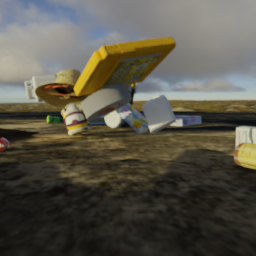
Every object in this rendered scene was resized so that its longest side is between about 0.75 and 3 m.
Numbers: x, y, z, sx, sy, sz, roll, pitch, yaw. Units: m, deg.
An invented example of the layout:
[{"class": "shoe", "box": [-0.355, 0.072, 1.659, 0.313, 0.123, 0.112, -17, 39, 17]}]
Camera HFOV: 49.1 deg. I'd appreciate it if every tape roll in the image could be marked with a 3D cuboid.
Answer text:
[{"class": "tape roll", "box": [-0.725, -0.853, 9.378, 1.663, 0.549, 1.663, -25, -5, -2]}]

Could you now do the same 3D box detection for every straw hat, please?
[{"class": "straw hat", "box": [-2.082, -1.561, 10.181, 2.477, 1.048, 2.477, 1, -17, 0]}]

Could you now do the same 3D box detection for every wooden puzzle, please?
[{"class": "wooden puzzle", "box": [-1.570, -1.237, 13.714, 2.774, 0.693, 2.995, -16, -10, -32]}]

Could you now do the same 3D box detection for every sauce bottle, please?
[{"class": "sauce bottle", "box": [2.658, 0.585, 4.988, 0.502, 0.502, 1.520, -3, 8, -35]}]

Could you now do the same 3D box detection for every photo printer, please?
[{"class": "photo printer", "box": [1.155, -0.601, 10.860, 1.085, 1.304, 0.453, -28, -29, 22]}]

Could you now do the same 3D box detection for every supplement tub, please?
[{"class": "supplement tub", "box": [-0.253, -0.618, 14.906, 1.164, 1.164, 1.899, 4, 6, 38]}]

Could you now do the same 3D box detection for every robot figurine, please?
[{"class": "robot figurine", "box": [-3.174, -1.613, 11.301, 1.836, 1.037, 1.557, -10, 49, -18]}]

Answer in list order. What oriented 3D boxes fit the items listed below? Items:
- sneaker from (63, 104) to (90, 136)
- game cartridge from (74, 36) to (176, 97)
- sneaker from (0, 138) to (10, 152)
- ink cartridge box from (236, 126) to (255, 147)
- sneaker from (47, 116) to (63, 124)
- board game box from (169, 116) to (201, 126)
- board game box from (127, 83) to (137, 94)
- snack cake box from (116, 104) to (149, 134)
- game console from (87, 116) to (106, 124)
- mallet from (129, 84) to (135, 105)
[{"class": "sneaker", "box": [-1.938, -0.349, 10.482, 0.936, 1.125, 2.498, -14, 3, -14]}, {"class": "game cartridge", "box": [-0.145, -1.843, 8.605, 2.634, 0.427, 2.322, -20, -11, -32]}, {"class": "sneaker", "box": [-3.793, 0.433, 7.496, 1.211, 0.474, 0.699, 12, -4, -1]}, {"class": "ink cartridge box", "box": [3.064, 0.334, 6.634, 0.388, 0.685, 0.934, -6, 6, -40]}, {"class": "sneaker", "box": [-4.681, -0.543, 17.920, 0.575, 0.509, 1.375, -2, 3, 22]}, {"class": "board game box", "box": [2.759, -0.454, 16.880, 2.434, 0.501, 2.428, 4, 6, 39]}, {"class": "board game box", "box": [-0.095, -2.386, 14.599, 1.153, 1.156, 0.238, 1, 11, -17]}, {"class": "snack cake box", "box": [0.256, -0.426, 12.061, 1.450, 0.487, 0.834, 43, 21, 16]}, {"class": "game console", "box": [-2.083, -0.989, 16.817, 2.599, 1.538, 2.219, -1, 2, 6]}, {"class": "mallet", "box": [0.222, -2.163, 13.688, 0.560, 0.896, 2.721, -16, -22, -17]}]
